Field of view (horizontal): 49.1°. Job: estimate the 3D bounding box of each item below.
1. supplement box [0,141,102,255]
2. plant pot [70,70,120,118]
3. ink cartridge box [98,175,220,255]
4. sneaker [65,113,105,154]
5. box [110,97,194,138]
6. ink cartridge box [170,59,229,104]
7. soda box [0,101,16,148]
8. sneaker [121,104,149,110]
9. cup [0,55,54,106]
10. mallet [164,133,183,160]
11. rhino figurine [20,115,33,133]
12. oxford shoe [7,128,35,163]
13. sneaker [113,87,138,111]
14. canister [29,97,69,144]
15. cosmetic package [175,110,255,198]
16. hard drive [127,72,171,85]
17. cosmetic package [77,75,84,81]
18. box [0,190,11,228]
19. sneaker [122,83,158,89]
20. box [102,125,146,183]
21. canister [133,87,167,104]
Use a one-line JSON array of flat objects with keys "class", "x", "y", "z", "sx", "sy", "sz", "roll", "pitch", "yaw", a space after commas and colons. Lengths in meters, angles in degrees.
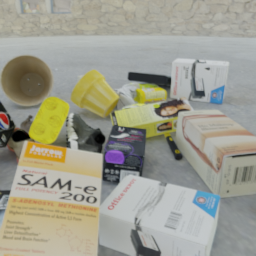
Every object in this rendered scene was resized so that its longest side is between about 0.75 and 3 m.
[{"class": "supplement box", "x": -1.224, "y": 1.433, "z": 4.523, "sx": 1.421, "sy": 0.829, "sz": 2.254, "roll": 11, "pitch": 50, "yaw": -15}, {"class": "plant pot", "x": -1.244, "y": -1.275, "z": 11.401, "sx": 1.527, "sy": 1.623, "sz": 1.623, "roll": 38, "pitch": 32, "yaw": 6}, {"class": "ink cartridge box", "x": 0.606, "y": 1.755, "z": 5.340, "sx": 1.972, "sy": 0.826, "sz": 1.431, "roll": 9, "pitch": 25, "yaw": 24}, {"class": "sneaker", "x": -1.355, "y": 0.284, "z": 8.852, "sx": 1.216, "sy": 0.893, "sz": 2.687, "roll": 0, "pitch": 25, "yaw": -13}, {"class": "box", "x": 0.814, "y": -0.275, "z": 9.486, "sx": 2.702, "sy": 0.677, "sz": 1.017, "roll": -13, "pitch": 42, "yaw": -5}, {"class": "ink cartridge box", "x": 3.392, "y": -2.277, "z": 13.494, "sx": 2.528, "sy": 1.828, "sz": 1.065, "roll": 9, "pitch": 25, "yaw": 20}, {"class": "soda box", "x": -4.864, "y": 0.083, "z": 7.944, "sx": 2.993, "sy": 1.059, "sz": 0.948, "roll": -9, "pitch": 40, "yaw": 11}, {"class": "sneaker", "x": 0.873, "y": -0.625, "z": 10.858, "sx": 2.426, "sy": 0.915, "sz": 0.927, "roll": 4, "pitch": 22, "yaw": 2}, {"class": "cup", "x": -4.594, "y": -2.121, "z": 13.123, "sx": 2.278, "sy": 2.278, "sz": 1.629, "roll": -4, "pitch": 3, "yaw": -10}, {"class": "mallet", "x": 1.203, "y": 0.290, "z": 9.346, "sx": 0.845, "sy": 0.528, "sz": 2.564, "roll": 0, "pitch": 27, "yaw": 0}, {"class": "rhino figurine", "x": -3.174, "y": -0.038, "z": 10.003, "sx": 1.504, "sy": 0.450, "sz": 0.658, "roll": 8, "pitch": 46, "yaw": 16}, {"class": "oxford shoe", "x": -3.295, "y": 0.316, "z": 8.654, "sx": 0.817, "sy": 0.868, "sz": 2.320, "roll": -19, "pitch": 29, "yaw": -30}, {"class": "sneaker", "x": -0.011, "y": -1.326, "z": 12.461, "sx": 1.366, "sy": 0.893, "sz": 2.377, "roll": -16, "pitch": 24, "yaw": -26}, {"class": "canister", "x": -2.396, "y": -0.173, "z": 8.551, "sx": 0.777, "sy": 1.333, "sz": 1.794, "roll": 25, "pitch": -9, "yaw": -13}, {"class": "cosmetic package", "x": 2.468, "y": 0.542, "z": 7.704, "sx": 1.448, "sy": 1.222, "sz": 2.802, "roll": -5, "pitch": 24, "yaw": -12}, {"class": "hard drive", "x": 1.491, "y": -2.616, "z": 15.117, "sx": 2.081, "sy": 0.490, "sz": 2.982, "roll": 9, "pitch": 10, "yaw": 22}, {"class": "cosmetic package", "x": -2.069, "y": -2.519, "z": 15.637, "sx": 0.857, "sy": 0.605, "sz": 1.656, "roll": -16, "pitch": 29, "yaw": -32}, {"class": "box", "x": -2.821, "y": 1.976, "z": 5.238, "sx": 1.640, "sy": 0.517, "sz": 2.079, "roll": -1, "pitch": 24, "yaw": 0}, {"class": "sneaker", "x": 0.537, "y": -1.937, "z": 14.328, "sx": 1.952, "sy": 0.739, "sz": 1.025, "roll": 0, "pitch": 10, "yaw": -18}, {"class": "box", "x": -0.072, "y": 0.687, "z": 7.634, "sx": 1.037, "sy": 0.900, "sz": 1.697, "roll": 8, "pitch": 24, "yaw": 3}, {"class": "canister", "x": 1.036, "y": -1.576, "z": 13.466, "sx": 1.371, "sy": 0.593, "sz": 1.018, "roll": -8, "pitch": 24, "yaw": -20}]
